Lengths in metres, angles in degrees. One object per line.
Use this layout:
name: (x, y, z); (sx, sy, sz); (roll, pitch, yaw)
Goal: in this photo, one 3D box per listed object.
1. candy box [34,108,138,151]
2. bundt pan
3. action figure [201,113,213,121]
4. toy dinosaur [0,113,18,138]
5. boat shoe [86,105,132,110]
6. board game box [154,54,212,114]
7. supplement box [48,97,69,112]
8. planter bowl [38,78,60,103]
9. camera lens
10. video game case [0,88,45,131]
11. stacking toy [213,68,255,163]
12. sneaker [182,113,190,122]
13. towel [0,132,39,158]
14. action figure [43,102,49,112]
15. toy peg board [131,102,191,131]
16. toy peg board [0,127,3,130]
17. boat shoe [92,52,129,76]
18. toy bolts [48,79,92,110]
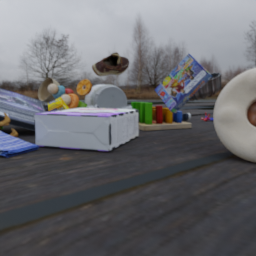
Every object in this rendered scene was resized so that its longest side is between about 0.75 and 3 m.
candy box: (-1.107, -0.056, 8.610); (2.264, 0.965, 2.699); (2, 8, 18)
bundt pan: (2.234, -1.263, 8.924); (1.549, 0.581, 1.549); (-15, 15, 4)
action figure: (4.337, -0.577, 14.576); (1.054, 0.522, 0.344); (0, 7, 19)
toy dinosaur: (-3.937, 0.273, 8.010); (2.759, 0.833, 1.465); (19, 37, 41)
boat shoe: (-1.231, -0.408, 10.948); (2.932, 1.005, 1.056); (-2, 10, 9)
board game box: (1.380, -1.135, 7.206); (0.226, 1.312, 0.888); (19, 33, -48)
supplement box: (-2.441, -0.526, 10.284); (0.544, 1.000, 0.548); (-26, 41, 2)
planter bowl: (-3.463, -1.629, 12.782); (1.121, 1.121, 0.755); (7, -12, 42)
camera lens: (-1.295, -1.474, 15.813); (1.930, 1.930, 2.413); (-3, 9, -22)
video game case: (-4.199, -0.742, 10.700); (2.137, 0.284, 2.992); (17, 16, -31)
stacking toy: (3.607, -0.053, 7.160); (2.189, 2.189, 2.995); (5, -10, 33)
sneaker: (2.799, -0.539, 14.534); (0.430, 0.425, 1.083); (3, -5, -20)
towel: (-3.268, 0.352, 7.254); (1.587, 0.189, 1.149); (18, 13, 21)
action figure: (-5.331, -1.455, 19.486); (1.160, 0.996, 1.952); (8, -1, -38)
toy peg board: (1.245, -0.595, 12.310); (2.228, 1.094, 2.237); (-3, 8, -21)
toy peg board: (-5.732, -0.183, 10.393); (2.262, 1.106, 2.252); (-2, 23, -15)
boat shoe: (-0.503, -2.490, 10.732); (0.718, 0.719, 1.994); (-37, -9, 40)
toy bolts: (-2.397, -1.465, 11.182); (1.581, 1.510, 1.096); (19, -5, 34)
